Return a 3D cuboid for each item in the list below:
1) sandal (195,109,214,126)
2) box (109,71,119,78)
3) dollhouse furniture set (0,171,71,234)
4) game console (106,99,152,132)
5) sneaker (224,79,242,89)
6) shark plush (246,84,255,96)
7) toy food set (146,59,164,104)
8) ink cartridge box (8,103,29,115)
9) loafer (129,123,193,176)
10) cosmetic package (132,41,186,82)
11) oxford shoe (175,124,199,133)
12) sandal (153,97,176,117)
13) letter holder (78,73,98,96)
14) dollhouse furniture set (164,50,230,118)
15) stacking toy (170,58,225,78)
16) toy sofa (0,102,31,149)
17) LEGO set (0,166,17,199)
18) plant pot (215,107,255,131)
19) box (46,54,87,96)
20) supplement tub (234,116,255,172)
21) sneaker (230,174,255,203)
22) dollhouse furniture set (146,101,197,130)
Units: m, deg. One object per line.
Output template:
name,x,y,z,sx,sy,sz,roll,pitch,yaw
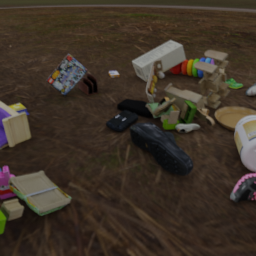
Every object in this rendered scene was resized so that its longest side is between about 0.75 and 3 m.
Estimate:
sandal,2.923,-0.503,10.535,0.397,0.443,1.208,-28,40,-10
box,-0.814,-3.046,15.867,0.461,0.161,0.774,-7,28,-13
dollhouse furniture set,-2.715,1.976,6.888,1.385,1.061,2.113,36,20,27
game console,-0.005,-0.550,11.405,1.544,0.316,2.617,17,33,27
sneaker,5.294,-2.273,14.247,1.027,0.429,0.380,20,35,29
shark plush,6.239,-2.061,13.756,0.773,0.843,1.855,-19,23,34
toy food set,1.143,-1.863,11.510,0.478,1.583,1.136,12,-8,13
ink cartridge box,-4.796,-0.687,11.723,0.951,0.226,0.962,-21,33,-36
loafer,1.108,0.506,8.888,1.008,0.975,2.872,-24,33,-22
cosmetic package,1.667,-3.687,15.337,2.582,0.944,1.337,-29,35,-7
oxford shoe,2.218,0.036,10.404,0.951,0.358,0.275,-1,57,-17
sandal,1.316,-0.864,10.427,0.450,0.670,1.667,46,33,12
letter holder,-1.978,-2.174,13.718,0.559,0.790,1.111,-18,35,-28
dollhouse furniture set,2.970,-1.801,11.867,1.594,2.103,2.399,29,67,37
stacking toy,3.699,-3.327,15.423,2.965,1.266,1.266,10,31,24
toy sofa,-4.780,-0.282,10.181,2.577,1.067,1.257,26,38,38
LEGO set,-4.362,1.324,7.306,2.831,1.162,1.080,-12,31,-20
plant pot,4.402,-0.307,11.027,1.946,0.267,1.946,-1,30,0
box,-2.847,-2.437,13.016,1.116,1.629,0.325,39,12,-19
supplement tub,4.036,0.443,8.752,1.235,1.235,1.710,5,30,8
sneaker,3.523,1.639,7.372,1.793,0.708,0.855,-16,45,-23
dollhouse furniture set,1.613,-0.822,10.958,1.191,0.912,1.818,-3,35,-22
